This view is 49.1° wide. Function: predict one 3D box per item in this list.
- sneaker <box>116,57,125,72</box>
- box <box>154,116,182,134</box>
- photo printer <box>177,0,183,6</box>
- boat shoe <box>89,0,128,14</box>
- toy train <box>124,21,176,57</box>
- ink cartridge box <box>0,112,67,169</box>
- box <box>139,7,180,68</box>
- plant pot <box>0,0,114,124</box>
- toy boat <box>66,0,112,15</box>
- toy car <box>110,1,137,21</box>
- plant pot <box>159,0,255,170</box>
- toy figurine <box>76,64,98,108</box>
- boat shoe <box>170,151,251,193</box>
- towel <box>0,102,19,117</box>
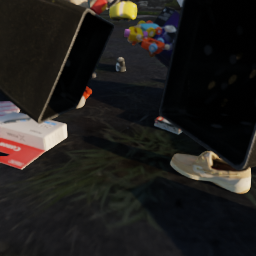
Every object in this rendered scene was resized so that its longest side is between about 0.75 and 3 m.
[{"bbox_3d":[-0.389,-3.208,14.024,0.446,0.608,1.343,-4,28,-5],"label":"sneaker"},{"bbox_3d":[1.541,-0.263,8.798,0.867,0.253,1.266,21,34,34],"label":"box"},{"bbox_3d":[1.977,-4.835,10.129,0.390,1.124,0.935,-31,-4,36],"label":"photo printer"},{"bbox_3d":[-0.464,-3.293,6.903,1.353,1.089,2.917,-11,5,-28],"label":"boat shoe"},{"bbox_3d":[0.584,-2.280,7.250,1.241,0.459,1.652,21,40,11],"label":"toy train"},{"bbox_3d":[-3.034,0.234,7.641,2.057,0.460,1.812,12,29,22],"label":"ink cartridge box"},{"bbox_3d":[1.523,-2.579,8.856,1.947,1.374,0.768,31,18,-32],"label":"box"},{"bbox_3d":[-1.668,-1.524,5.345,1.799,2.023,2.028,28,16,1],"label":"plant pot"},{"bbox_3d":[-0.948,-2.787,6.035,1.390,1.169,0.646,27,68,28],"label":"toy boat"},{"bbox_3d":[-1.073,-4.314,9.885,2.432,2.288,0.542,-26,-7,29],"label":"toy car"},{"bbox_3d":[2.248,-0.930,4.800,2.163,2.432,2.438,1,21,-23],"label":"plant pot"},{"bbox_3d":[-2.126,-1.852,9.820,1.976,1.945,1.375,23,26,-6],"label":"toy figurine"},{"bbox_3d":[1.837,0.834,6.304,1.812,0.627,0.668,15,31,27],"label":"boat shoe"},{"bbox_3d":[-4.245,-0.537,9.397,1.152,0.236,1.575,-6,25,-13],"label":"towel"}]
